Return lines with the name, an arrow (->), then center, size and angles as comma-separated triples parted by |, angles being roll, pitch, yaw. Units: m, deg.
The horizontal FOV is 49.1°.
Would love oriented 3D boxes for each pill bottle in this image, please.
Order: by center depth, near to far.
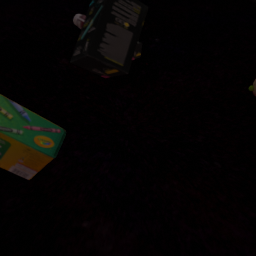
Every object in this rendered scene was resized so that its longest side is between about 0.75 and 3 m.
pill bottle -> -1.927, -4.688, 12.561 | 0.609, 0.609, 1.067 | -35, 56, -29

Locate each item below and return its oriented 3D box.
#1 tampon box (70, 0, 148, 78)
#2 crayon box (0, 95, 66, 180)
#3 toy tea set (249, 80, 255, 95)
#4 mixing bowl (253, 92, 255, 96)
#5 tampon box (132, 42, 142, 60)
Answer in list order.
tampon box -> -0.650, -3.025, 9.205 | 1.468, 2.325, 1.743 | 20, -4, -28
crayon box -> -3.102, 0.030, 6.367 | 2.853, 1.694, 0.831 | 32, 49, -21
toy tea set -> 3.974, -0.981, 7.594 | 1.016, 2.746, 1.633 | -5, 77, 15
mixing bowl -> 4.854, -1.380, 9.445 | 1.061, 0.574, 1.061 | 1, 47, -1
tampon box -> -0.042, -3.065, 10.897 | 0.918, 0.580, 0.688 | 22, 35, 25
